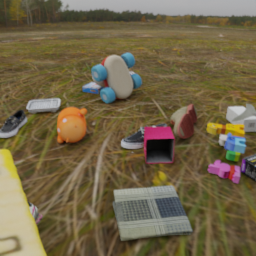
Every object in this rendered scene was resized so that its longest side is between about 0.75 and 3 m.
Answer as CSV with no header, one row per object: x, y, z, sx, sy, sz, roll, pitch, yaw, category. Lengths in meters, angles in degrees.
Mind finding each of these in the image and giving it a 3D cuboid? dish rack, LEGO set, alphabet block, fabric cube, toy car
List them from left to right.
-2.656,2.150,3.212,2.904,2.836,2.851,-6,27,-29,alphabet block
-4.007,-1.024,13.381,1.489,0.324,1.278,-4,26,-9,dish rack
-1.075,-2.618,15.099,2.361,2.265,2.561,-32,21,-31,toy car
0.997,0.554,9.309,0.930,0.912,0.927,-1,25,-1,fabric cube
3.130,0.461,9.246,1.180,1.097,2.875,12,26,16,LEGO set

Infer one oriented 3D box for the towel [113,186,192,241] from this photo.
0.517,2.072,6.914,1.729,0.299,1.665,-2,28,-8,towel

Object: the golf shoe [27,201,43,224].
-2.250,2.003,5.948,0.466,0.591,1.284,-32,8,-2,golf shoe

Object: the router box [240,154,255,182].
4.724,1.222,8.297,2.142,0.547,1.598,-13,28,-25,router box

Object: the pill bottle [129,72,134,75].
-0.313,-2.702,16.288,1.511,0.904,0.904,-19,31,-35,pill bottle

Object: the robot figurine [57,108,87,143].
-2.087,-0.134,10.378,1.305,1.058,1.815,-15,24,-5,robot figurine

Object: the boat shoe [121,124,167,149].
0.620,0.247,10.259,1.935,0.656,0.694,-12,28,-24,boat shoe

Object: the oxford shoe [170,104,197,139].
2.130,-0.176,11.257,0.923,0.869,2.468,-14,15,29,oxford shoe

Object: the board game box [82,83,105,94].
-1.917,-2.298,16.135,1.040,0.291,1.018,12,27,23,board game box

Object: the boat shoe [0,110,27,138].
-4.653,-0.227,11.327,0.643,0.609,1.839,4,25,9,boat shoe

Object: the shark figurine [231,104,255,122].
5.165,0.113,9.970,2.614,1.091,1.562,22,7,-19,shark figurine

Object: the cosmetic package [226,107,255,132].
4.774,-0.385,11.681,0.754,0.594,1.401,-2,24,-7,cosmetic package
